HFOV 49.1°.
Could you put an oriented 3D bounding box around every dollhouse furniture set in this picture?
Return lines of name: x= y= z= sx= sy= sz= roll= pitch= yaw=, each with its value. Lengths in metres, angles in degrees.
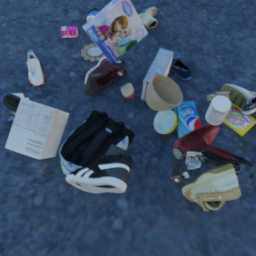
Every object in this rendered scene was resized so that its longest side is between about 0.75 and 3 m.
dollhouse furniture set: x=3.306 y=-0.795 z=10.455 sx=0.858 sy=0.971 sz=0.540 roll=-11 pitch=13 yaw=-18

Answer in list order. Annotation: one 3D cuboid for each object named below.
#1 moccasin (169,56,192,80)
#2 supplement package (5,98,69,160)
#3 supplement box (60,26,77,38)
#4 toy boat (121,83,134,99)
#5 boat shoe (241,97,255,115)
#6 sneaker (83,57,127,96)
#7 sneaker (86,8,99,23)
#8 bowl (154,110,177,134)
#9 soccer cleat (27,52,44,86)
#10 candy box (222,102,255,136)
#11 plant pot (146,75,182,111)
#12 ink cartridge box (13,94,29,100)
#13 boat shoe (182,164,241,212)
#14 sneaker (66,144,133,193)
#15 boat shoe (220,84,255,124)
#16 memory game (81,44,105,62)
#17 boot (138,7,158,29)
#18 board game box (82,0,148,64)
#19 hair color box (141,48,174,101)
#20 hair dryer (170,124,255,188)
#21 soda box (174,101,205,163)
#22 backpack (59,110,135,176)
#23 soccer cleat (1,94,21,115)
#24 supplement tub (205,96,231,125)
moccasin: x=2.235 y=-2.855 z=12.494 sx=0.713 sy=0.604 sz=1.771 roll=-33 pitch=58 yaw=-24
supplement package: x=-2.586 y=0.044 z=8.159 sx=1.057 sy=1.374 sz=1.437 roll=18 pitch=88 yaw=4
supplement box: x=-3.008 y=-4.884 z=14.261 sx=0.802 sy=0.406 sz=0.414 roll=-3 pitch=51 yaw=-3
toy boat: x=0.048 y=-1.365 z=10.918 sx=0.495 sy=0.496 sz=0.759 roll=-35 pitch=31 yaw=10
boat shoe: x=4.404 y=-0.864 z=9.799 sx=0.470 sy=1.385 sz=0.497 roll=37 pitch=71 yaw=-9
sneaker: x=-0.818 y=-2.186 z=11.578 sx=1.374 sy=0.900 sz=2.378 roll=7 pitch=49 yaw=23
sneaker: x=-1.492 y=-6.129 z=15.149 sx=1.525 sy=0.585 sz=0.849 roll=-8 pitch=60 yaw=2
bowl: x=1.470 y=-0.193 z=10.337 sx=0.517 sy=0.960 sz=0.960 roll=19 pitch=37 yaw=-42
soccer cleat: x=-4.081 y=-2.547 z=12.139 sx=0.624 sy=0.774 sz=1.818 roll=-14 pitch=52 yaw=-11
candy box: x=3.976 y=-0.445 z=10.668 sx=0.793 sy=0.205 sz=1.552 roll=-44 pitch=60 yaw=-3
plant pot: x=1.121 y=-1.091 z=9.858 sx=1.297 sy=0.871 sz=1.297 roll=19 pitch=51 yaw=-25
ink cartridge box: x=-4.512 y=-1.125 z=11.303 sx=0.857 sy=0.291 sz=0.493 roll=-2 pitch=51 yaw=-1
boat shoe: x=2.118 y=1.737 z=7.382 sx=0.977 sy=2.641 sz=0.877 roll=-16 pitch=69 yaw=-8
sneaker: x=-0.695 y=1.063 z=7.497 sx=2.174 sy=0.794 sz=1.216 roll=-7 pitch=51 yaw=43
boat shoe: x=4.759 y=-0.899 z=10.796 sx=0.865 sy=0.945 sz=2.530 roll=-29 pitch=60 yaw=-32
memory game: x=-1.588 y=-3.622 z=13.451 sx=1.384 sy=0.088 sz=1.384 roll=0 pitch=52 yaw=0
boot: x=1.253 y=-5.870 z=15.001 sx=1.390 sy=0.501 sz=1.075 roll=-35 pitch=58 yaw=-19
board game box: x=-0.436 y=-3.803 z=10.929 sx=1.974 sy=1.979 sz=0.407 roll=-41 pitch=52 yaw=4
hair color box: x=1.217 y=-2.191 z=11.630 sx=0.664 sy=1.084 sz=2.189 roll=19 pitch=53 yaw=9
hair dryer: x=2.374 y=0.766 z=8.224 sx=2.141 sy=0.764 sz=2.812 roll=2 pitch=36 yaw=12
soda box: x=2.190 y=0.103 z=10.001 sx=0.720 sy=0.762 sz=2.245 roll=-5 pitch=51 yaw=-3
backpack: x=-1.177 y=0.711 z=9.121 sx=1.841 sy=1.735 sz=2.257 roll=29 pitch=37 yaw=14
soccer cleat: x=-3.256 y=-0.488 z=9.226 sx=1.899 sy=0.794 sz=0.614 roll=36 pitch=75 yaw=-22
supplement tub: x=2.569 y=-0.492 z=8.034 sx=0.539 sy=0.817 sz=0.539 roll=0 pitch=62 yaw=0
